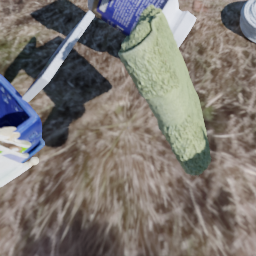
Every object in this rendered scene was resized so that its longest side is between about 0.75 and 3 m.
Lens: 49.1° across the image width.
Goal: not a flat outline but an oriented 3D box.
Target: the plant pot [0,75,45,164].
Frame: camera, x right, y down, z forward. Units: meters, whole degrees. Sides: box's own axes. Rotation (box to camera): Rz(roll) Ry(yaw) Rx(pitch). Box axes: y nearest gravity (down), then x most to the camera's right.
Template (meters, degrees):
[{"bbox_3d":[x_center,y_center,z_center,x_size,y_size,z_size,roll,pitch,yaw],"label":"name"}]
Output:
[{"bbox_3d":[-3.067,0.111,6.280,1.847,1.661,1.847,-40,72,-22],"label":"plant pot"}]

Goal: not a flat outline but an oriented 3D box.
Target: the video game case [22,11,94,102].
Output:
[{"bbox_3d":[-1.270,-1.276,5.069,0.149,1.181,1.649,38,60,-23],"label":"video game case"}]

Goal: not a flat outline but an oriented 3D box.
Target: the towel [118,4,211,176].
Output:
[{"bbox_3d":[0.580,-0.690,3.958,0.467,1.897,2.558,-22,24,19],"label":"towel"}]

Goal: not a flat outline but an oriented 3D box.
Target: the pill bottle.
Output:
[{"bbox_3d":[0.328,-2.690,6.464,2.259,1.307,1.307,32,62,-4],"label":"pill bottle"}]

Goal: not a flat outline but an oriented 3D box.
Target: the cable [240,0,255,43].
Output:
[{"bbox_3d":[4.700,-3.541,9.180,2.051,0.710,2.051,-2,60,0],"label":"cable"}]

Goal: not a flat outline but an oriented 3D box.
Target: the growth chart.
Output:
[{"bbox_3d":[-1.411,0.302,2.547,1.028,1.420,0.126,-31,64,-4],"label":"growth chart"}]
